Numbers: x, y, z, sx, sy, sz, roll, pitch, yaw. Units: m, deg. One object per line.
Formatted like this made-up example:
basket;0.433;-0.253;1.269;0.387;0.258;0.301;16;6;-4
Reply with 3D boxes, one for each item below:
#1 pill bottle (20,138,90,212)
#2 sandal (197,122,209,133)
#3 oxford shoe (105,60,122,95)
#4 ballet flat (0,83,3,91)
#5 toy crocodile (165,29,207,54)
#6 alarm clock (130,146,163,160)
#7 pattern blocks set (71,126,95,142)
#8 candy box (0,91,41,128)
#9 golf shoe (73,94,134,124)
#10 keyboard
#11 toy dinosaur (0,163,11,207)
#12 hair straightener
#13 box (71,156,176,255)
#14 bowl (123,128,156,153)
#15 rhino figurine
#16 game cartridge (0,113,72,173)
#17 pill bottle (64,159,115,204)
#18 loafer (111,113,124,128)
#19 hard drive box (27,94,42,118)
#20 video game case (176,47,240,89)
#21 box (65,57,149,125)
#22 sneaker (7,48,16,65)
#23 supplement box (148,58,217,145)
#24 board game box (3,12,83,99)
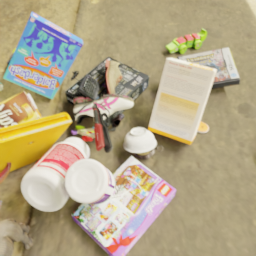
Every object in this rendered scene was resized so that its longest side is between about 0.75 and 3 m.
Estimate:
pill bottle;-2.053;1.272;8.536;1.344;1.344;2.395;12;27;9
sandal;2.343;-0.324;10.922;1.693;0.485;0.649;18;57;14
oxford shoe;-0.570;-2.014;11.288;0.700;0.659;1.871;0;61;-6
ballet flat;-6.490;-1.598;11.863;2.510;0.901;0.901;6;53;8
toy crocodile;2.895;-4.251;13.831;2.288;0.706;0.772;-21;55;-15
alarm clock;0.686;0.750;10.017;1.154;0.384;0.778;-1;56;20
pattern blocks set;-1.367;0.204;10.124;1.337;0.123;1.521;26;18;36
candy box;-4.214;0.038;9.126;2.656;0.750;1.550;-31;53;-14
golf shoe;-0.898;-0.667;10.289;2.299;0.835;1.059;-4;82;14
keyboard;-1.647;-1.704;10.591;1.216;0.197;1.914;30;22;-15
toy dinosaur;-5.099;2.267;7.930;2.705;1.565;2.981;15;69;-20
hair straightener;-0.815;-0.044;9.173;0.783;0.416;2.034;22;37;-40
box;-0.088;2.419;8.779;1.903;0.544;2.781;35;60;24
bowl;0.390;0.352;9.914;1.215;0.546;1.215;-5;27;2
rhino figurine;-3.575;3.664;7.352;0.793;1.160;2.654;1;52;33
game cartridge;-3.278;0.623;8.523;2.387;2.708;0.439;-21;75;-49
pill bottle;-0.954;1.549;7.752;1.095;1.966;1.095;-2;73;5
loafer;-0.444;-0.218;10.602;0.335;0.931;0.293;28;54;-9
hard drive box;-4.343;-0.007;10.360;2.329;0.894;1.815;-27;55;-16
video game case;3.469;-2.589;12.460;2.433;0.310;2.199;-8;52;11
box;-0.832;-1.662;11.875;2.301;0.625;2.873;30;58;21
sneaker;-4.479;-2.966;12.864;2.316;0.856;0.937;13;60;19
supplement box;1.907;-0.976;10.025;1.694;2.689;0.989;20;21;17
board game box;-3.304;-2.671;10.861;2.067;2.718;0.611;23;28;-26
